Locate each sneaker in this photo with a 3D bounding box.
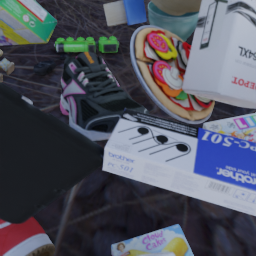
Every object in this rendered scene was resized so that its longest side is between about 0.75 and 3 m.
[{"bbox_3d":[-0.582,-0.593,4.331,1.014,1.090,2.524,-15,25,-29],"label":"sneaker"},{"bbox_3d":[-2.807,2.197,4.500,2.809,1.000,1.580,-25,53,-33],"label":"sneaker"}]

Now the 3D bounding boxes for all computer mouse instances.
[{"bbox_3d":[-2.517,-2.217,9.589,0.524,0.304,1.788,16,40,29],"label":"computer mouse"}]

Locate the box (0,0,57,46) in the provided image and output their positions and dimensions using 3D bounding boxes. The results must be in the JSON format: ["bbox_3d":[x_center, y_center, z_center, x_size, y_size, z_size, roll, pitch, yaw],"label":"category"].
[{"bbox_3d":[-3.062,-2.578,6.329,2.759,1.618,0.667,11,74,39],"label":"box"}]

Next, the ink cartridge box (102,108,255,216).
[{"bbox_3d":[0.590,0.300,2.900,1.551,0.343,0.729,15,39,7],"label":"ink cartridge box"}]

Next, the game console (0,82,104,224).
[{"bbox_3d":[-1.714,-0.060,3.527,1.413,2.428,2.135,7,55,-44],"label":"game console"}]

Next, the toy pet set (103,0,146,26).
[{"bbox_3d":[-0.196,-3.718,7.484,1.071,1.883,2.017,-9,19,9],"label":"toy pet set"}]

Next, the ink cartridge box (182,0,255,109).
[{"bbox_3d":[1.988,-1.496,4.537,1.634,2.238,0.944,8,6,-27],"label":"ink cartridge box"}]

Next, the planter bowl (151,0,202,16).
[{"bbox_3d":[1.421,-3.910,6.843,2.594,1.746,2.594,9,69,-25],"label":"planter bowl"}]

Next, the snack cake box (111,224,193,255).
[{"bbox_3d":[0.421,2.256,4.847,1.291,0.434,0.742,-13,47,-13],"label":"snack cake box"}]

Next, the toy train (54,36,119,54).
[{"bbox_3d":[-1.486,-2.960,10.109,2.350,0.490,0.663,-3,41,-5],"label":"toy train"}]

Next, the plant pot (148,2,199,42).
[{"bbox_3d":[1.681,-3.924,10.543,1.947,1.305,1.947,0,45,0],"label":"plant pot"}]

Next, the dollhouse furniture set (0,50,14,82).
[{"bbox_3d":[-2.767,-1.159,5.075,0.923,0.700,1.053,40,69,-12],"label":"dollhouse furniture set"}]

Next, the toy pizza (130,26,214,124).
[{"bbox_3d":[0.950,-1.084,5.247,2.143,0.339,2.143,21,53,-31],"label":"toy pizza"}]

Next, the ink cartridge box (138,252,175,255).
[{"bbox_3d":[-0.471,2.703,3.636,2.391,1.001,1.725,-6,66,-5],"label":"ink cartridge box"}]

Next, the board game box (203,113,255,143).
[{"bbox_3d":[3.205,0.334,6.700,2.369,0.405,1.593,-11,45,-5],"label":"board game box"}]
